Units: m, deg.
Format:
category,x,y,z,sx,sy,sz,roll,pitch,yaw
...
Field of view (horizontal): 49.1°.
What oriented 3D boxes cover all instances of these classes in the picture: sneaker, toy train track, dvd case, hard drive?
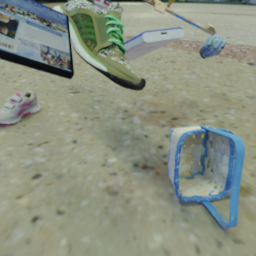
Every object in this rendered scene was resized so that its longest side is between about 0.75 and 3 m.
category,x,y,z,sx,sy,sz,roll,pitch,yaw
sneaker,-0.499,-1.971,5.782,2.941,1.303,1.131,48,13,22
toy train track,1.520,-3.581,8.445,2.715,0.442,1.557,23,32,-11
dvd case,-1.282,-1.315,3.846,1.032,0.127,1.447,13,46,-31
hard drive,0.209,-2.412,8.594,1.675,0.322,2.539,-22,8,-38
sneaker,-3.874,-0.759,9.623,0.767,0.832,1.885,14,33,23

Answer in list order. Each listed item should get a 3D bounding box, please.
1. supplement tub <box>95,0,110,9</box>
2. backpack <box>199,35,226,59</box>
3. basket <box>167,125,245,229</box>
category,x,y,z,sx,sy,sz,roll,pitch,yaw
supplement tub,-1.024,-5.264,10.779,0.844,1.203,0.844,16,15,-4
backpack,3.014,-2.912,9.962,0.800,0.849,1.041,39,6,-24
basket,1.671,0.790,5.913,1.442,1.828,2.073,-3,18,-11
